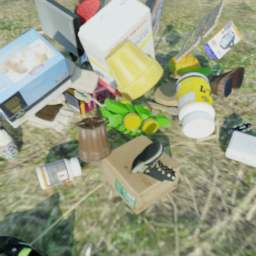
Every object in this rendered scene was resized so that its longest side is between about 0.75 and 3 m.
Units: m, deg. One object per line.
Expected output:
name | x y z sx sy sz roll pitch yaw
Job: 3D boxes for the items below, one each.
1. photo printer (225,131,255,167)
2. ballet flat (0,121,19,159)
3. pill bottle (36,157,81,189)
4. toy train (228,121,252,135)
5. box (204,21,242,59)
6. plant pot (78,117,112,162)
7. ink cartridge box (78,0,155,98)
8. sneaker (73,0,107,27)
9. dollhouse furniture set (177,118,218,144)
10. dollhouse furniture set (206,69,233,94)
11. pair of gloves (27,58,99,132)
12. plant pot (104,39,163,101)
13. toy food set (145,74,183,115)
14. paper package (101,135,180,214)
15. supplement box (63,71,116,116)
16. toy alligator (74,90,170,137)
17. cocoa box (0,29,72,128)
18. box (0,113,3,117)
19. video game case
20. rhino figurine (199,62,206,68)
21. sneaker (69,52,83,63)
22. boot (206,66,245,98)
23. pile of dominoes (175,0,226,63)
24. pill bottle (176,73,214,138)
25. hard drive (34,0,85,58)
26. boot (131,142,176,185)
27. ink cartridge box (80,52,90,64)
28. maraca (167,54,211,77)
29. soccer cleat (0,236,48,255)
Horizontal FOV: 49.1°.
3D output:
photo printer | 4.309 0.772 9.962 1.429 0.496 1.189 19 44 19
ballet flat | -4.762 0.293 10.324 0.796 0.796 2.214 -28 49 -28
pill bottle | -2.219 1.429 9.023 1.291 0.751 0.751 -16 44 -17
toy train | 4.305 0.045 10.802 0.906 0.516 0.386 -18 75 -13
box | 2.806 -2.579 8.370 1.073 0.639 0.223 -44 21 0
plant pot | -0.974 0.270 7.862 0.983 0.973 0.983 -3 29 1
ink cartridge box | -0.244 -2.751 9.911 1.236 2.964 2.151 41 79 21
sneaker | -1.479 -4.326 11.211 1.371 2.871 1.138 -28 90 -35
dollhouse furniture set | 2.489 0.055 10.820 1.475 0.820 1.304 -10 18 -11
dollhouse furniture set | 4.330 -2.126 13.184 1.215 0.852 0.857 -2 36 36
pair of gloves | -2.567 -1.305 9.579 2.387 0.492 2.807 24 64 9
plant pot | 0.074 -1.775 8.240 1.438 1.353 1.438 -35 22 17
toy food set | 2.060 -1.408 12.542 1.860 0.541 2.695 19 50 30
paper package | 0.366 1.380 8.895 1.843 1.000 1.933 -27 49 -27
supplement box | -1.567 -1.650 12.353 1.255 0.974 2.274 33 51 32
toy alligator | -0.176 -0.246 7.119 2.816 0.764 0.835 14 30 -30
cocoa box | -2.809 -1.331 7.571 1.387 1.365 2.079 43 71 15
box | -5.352 -1.572 12.064 1.366 1.231 2.429 28 48 29
video game case | 1.010 -4.618 12.087 0.359 2.542 2.813 16 59 9
rhino figurine | 3.555 -3.319 14.689 0.601 0.411 1.374 -10 39 -29
sneaker | -2.289 -3.113 11.840 0.501 1.145 0.434 3 82 -27
boot | 3.326 -1.733 9.953 1.112 0.857 2.294 13 29 37
pile of dominoes | 2.449 -3.093 9.080 0.348 1.703 2.184 38 50 -13
pill bottle | 1.786 -0.595 7.471 0.930 0.930 1.628 1 53 1
hard drive | -2.447 -3.693 10.057 2.233 1.558 0.367 38 61 25
boot | 0.706 0.806 6.131 0.943 1.249 0.451 26 54 -14
ink cartridge box | -1.477 -4.251 15.213 2.484 0.461 1.176 -26 38 18
maraca | 2.947 -2.923 13.651 2.183 1.168 1.497 29 42 32
soccer cleat | -2.594 3.157 6.884 2.399 0.972 0.810 16 44 18
